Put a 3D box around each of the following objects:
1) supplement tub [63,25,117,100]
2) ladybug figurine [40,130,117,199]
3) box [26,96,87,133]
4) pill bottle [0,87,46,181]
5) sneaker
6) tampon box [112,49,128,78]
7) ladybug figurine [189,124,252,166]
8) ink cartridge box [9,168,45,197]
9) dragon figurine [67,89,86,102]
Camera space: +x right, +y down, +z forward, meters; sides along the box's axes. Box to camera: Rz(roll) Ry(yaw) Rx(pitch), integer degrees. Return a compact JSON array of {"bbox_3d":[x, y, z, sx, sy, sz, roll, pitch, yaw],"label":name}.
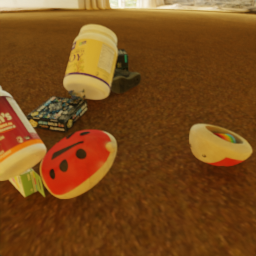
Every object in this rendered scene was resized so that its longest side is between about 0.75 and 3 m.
[{"bbox_3d":[-1.641,-2.964,12.844,2.094,2.094,2.880,7,74,12],"label":"supplement tub"},{"bbox_3d":[-1.416,0.852,7.350,2.656,0.955,1.803,-29,40,31],"label":"ladybug figurine"},{"bbox_3d":[-2.885,-0.624,11.652,1.713,0.496,2.155,8,31,13],"label":"box"},{"bbox_3d":[-3.320,-0.059,7.109,1.391,1.391,2.540,-29,78,-40],"label":"pill bottle"},{"bbox_3d":[-0.513,-2.426,14.436,1.373,0.916,2.397,17,31,30],"label":"sneaker"},{"bbox_3d":[-1.059,-3.445,15.555,1.987,1.489,1.255,-5,30,-10],"label":"tampon box"},{"bbox_3d":[2.781,0.579,8.593,2.484,0.893,1.686,7,25,-39],"label":"ladybug figurine"},{"bbox_3d":[-2.928,1.418,7.854,0.423,0.741,1.427,-26,39,-37],"label":"ink cartridge box"},{"bbox_3d":[-2.266,-1.342,11.855,0.762,0.451,1.532,-10,0,-24],"label":"dragon figurine"}]
